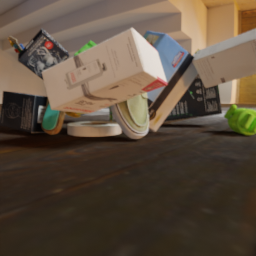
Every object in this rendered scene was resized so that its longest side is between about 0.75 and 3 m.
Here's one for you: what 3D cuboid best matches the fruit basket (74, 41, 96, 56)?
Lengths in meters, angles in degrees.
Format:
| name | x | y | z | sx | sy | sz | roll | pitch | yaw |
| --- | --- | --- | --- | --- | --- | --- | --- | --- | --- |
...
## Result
| name | x | y | z | sx | sy | sz | roll | pitch | yaw |
| --- | --- | --- | --- | --- | --- | --- | --- | --- | --- |
| fruit basket | -1.092 | -1.916 | 9.584 | 1.249 | 1.731 | 1.731 | -41 | 13 | -5 |

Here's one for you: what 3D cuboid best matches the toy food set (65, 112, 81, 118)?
| name | x | y | z | sx | sy | sz | roll | pitch | yaw |
| --- | --- | --- | --- | --- | --- | --- | --- | --- | --- |
| toy food set | -2.618 | -1.329 | 13.895 | 1.111 | 1.888 | 0.617 | 14 | -21 | -8 |

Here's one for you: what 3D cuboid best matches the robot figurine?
| name | x | y | z | sx | sy | sz | roll | pitch | yaw |
| --- | --- | --- | --- | --- | --- | --- | --- | --- | --- |
| robot figurine | 3.820 | -0.214 | 9.245 | 1.269 | 0.837 | 1.446 | 23 | 6 | -2 |

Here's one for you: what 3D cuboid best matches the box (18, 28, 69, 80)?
| name | x | y | z | sx | sy | sz | roll | pitch | yaw |
| --- | --- | --- | --- | --- | --- | --- | --- | --- | --- |
| box | -2.713 | -2.326 | 9.026 | 1.094 | 1.201 | 0.625 | 39 | 12 | -35 |

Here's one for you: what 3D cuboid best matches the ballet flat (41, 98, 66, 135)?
| name | x | y | z | sx | sy | sz | roll | pitch | yaw |
| --- | --- | --- | --- | --- | --- | --- | --- | --- | --- |
| ballet flat | -2.196 | -0.809 | 9.044 | 0.761 | 2.245 | 0.812 | 7 | -18 | 6 |

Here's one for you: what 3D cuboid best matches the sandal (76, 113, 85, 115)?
| name | x | y | z | sx | sy | sz | roll | pitch | yaw |
| --- | --- | --- | --- | --- | --- | --- | --- | --- | --- |
| sandal | -1.832 | -1.579 | 13.133 | 1.000 | 2.516 | 1.095 | 42 | -33 | -22 |

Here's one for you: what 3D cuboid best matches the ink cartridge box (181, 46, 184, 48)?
| name | x | y | z | sx | sy | sz | roll | pitch | yaw |
| --- | --- | --- | --- | --- | --- | --- | --- | --- | --- |
| ink cartridge box | 1.331 | -2.807 | 12.505 | 1.284 | 2.357 | 0.593 | 32 | 4 | 6 |

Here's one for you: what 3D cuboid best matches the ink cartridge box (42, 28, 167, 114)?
| name | x | y | z | sx | sy | sz | roll | pitch | yaw |
| --- | --- | --- | --- | --- | --- | --- | --- | --- | --- |
| ink cartridge box | -0.517 | -1.195 | 6.786 | 2.440 | 1.010 | 1.787 | -19 | -8 | 22 |

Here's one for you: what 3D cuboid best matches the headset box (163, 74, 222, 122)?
| name | x | y | z | sx | sy | sz | roll | pitch | yaw |
| --- | --- | --- | --- | --- | --- | --- | --- | --- | --- |
| headset box | 2.315 | -1.459 | 11.488 | 2.548 | 2.218 | 1.182 | -8 | -2 | 6 |

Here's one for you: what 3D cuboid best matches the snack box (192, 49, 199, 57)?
| name | x | y | z | sx | sy | sz | roll | pitch | yaw |
| --- | --- | --- | --- | --- | --- | --- | --- | --- | --- |
| snack box | 2.773 | -2.550 | 10.701 | 0.771 | 0.548 | 0.204 | 40 | 6 | -2 |

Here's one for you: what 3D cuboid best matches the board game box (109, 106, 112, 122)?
| name | x | y | z | sx | sy | sz | roll | pitch | yaw |
| --- | --- | --- | --- | --- | --- | --- | --- | --- | --- |
| board game box | -0.677 | -0.530 | 10.886 | 0.110 | 0.752 | 0.506 | -3 | -36 | -4 |

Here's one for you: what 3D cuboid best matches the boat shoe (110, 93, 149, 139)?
| name | x | y | z | sx | sy | sz | roll | pitch | yaw |
| --- | --- | --- | --- | --- | --- | --- | --- | --- | --- |
| boat shoe | 0.033 | -1.185 | 7.975 | 1.072 | 2.978 | 0.924 | -2 | -21 | -32 |

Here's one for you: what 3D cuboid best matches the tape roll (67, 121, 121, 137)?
| name | x | y | z | sx | sy | sz | roll | pitch | yaw |
| --- | --- | --- | --- | --- | --- | --- | --- | --- | --- |
| tape roll | -1.124 | 0.016 | 9.430 | 1.840 | 0.336 | 1.840 | 1 | 7 | 0 |

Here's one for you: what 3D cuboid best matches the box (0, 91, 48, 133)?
| name | x | y | z | sx | sy | sz | roll | pitch | yaw |
| --- | --- | --- | --- | --- | --- | --- | --- | --- | --- |
| box | -3.401 | -0.542 | 9.395 | 1.604 | 1.191 | 0.859 | 11 | 6 | 28 |

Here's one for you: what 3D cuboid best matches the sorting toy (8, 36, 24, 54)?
| name | x | y | z | sx | sy | sz | roll | pitch | yaw |
| --- | --- | --- | --- | --- | --- | --- | --- | --- | --- |
| sorting toy | -4.112 | -2.939 | 10.313 | 0.185 | 0.764 | 1.357 | -40 | 48 | -20 |

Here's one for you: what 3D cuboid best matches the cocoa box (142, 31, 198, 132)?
| name | x | y | z | sx | sy | sz | roll | pitch | yaw |
| --- | --- | --- | --- | --- | --- | --- | --- | --- | --- |
| cocoa box | 0.801 | -1.674 | 9.793 | 1.827 | 2.784 | 1.856 | 31 | 10 | -25 |

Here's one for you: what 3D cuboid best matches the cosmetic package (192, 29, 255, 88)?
| name | x | y | z | sx | sy | sz | roll | pitch | yaw |
| --- | --- | --- | --- | --- | --- | --- | --- | --- | --- |
| cosmetic package | 3.047 | -2.020 | 8.306 | 1.901 | 1.073 | 0.771 | -15 | 31 | 38 |
